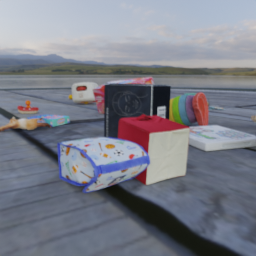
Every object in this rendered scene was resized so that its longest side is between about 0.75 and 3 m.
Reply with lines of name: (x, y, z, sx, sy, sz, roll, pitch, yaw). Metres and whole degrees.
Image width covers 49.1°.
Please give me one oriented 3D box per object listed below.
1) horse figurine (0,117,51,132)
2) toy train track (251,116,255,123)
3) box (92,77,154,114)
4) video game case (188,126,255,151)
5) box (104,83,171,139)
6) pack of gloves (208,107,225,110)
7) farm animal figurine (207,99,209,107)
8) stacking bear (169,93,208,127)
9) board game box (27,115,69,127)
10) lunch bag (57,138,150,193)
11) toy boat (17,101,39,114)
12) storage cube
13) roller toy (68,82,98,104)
horse figurine: (-3.795, -0.158, 10.371, 1.735, 0.433, 1.150, 1, 14, -3)
toy train track: (5.879, -0.096, 10.273, 2.696, 0.439, 1.546, 6, 1, -2)
box: (-0.184, -1.581, 13.983, 2.919, 1.393, 1.455, 2, 25, 40)
video game case: (2.573, 0.260, 8.624, 2.009, 0.261, 2.207, -4, 11, -20)
box: (0.238, -0.419, 8.221, 1.713, 1.743, 1.080, 8, 12, 36)
pack of gloves: (5.071, -1.106, 16.388, 1.069, 0.211, 0.898, 12, 6, 32)
farm animal figurine: (3.334, -0.907, 13.225, 1.233, 0.643, 1.219, 12, -33, -35)
stacking bear: (1.861, -0.609, 10.847, 2.195, 1.333, 1.248, -7, 31, 31)
board game box: (-3.289, -0.315, 11.589, 1.352, 0.304, 1.028, 5, 12, 25)
lunch bag: (-0.466, 0.633, 5.078, 1.188, 0.865, 1.397, -8, 5, -38)
toy boat: (-5.277, -1.102, 14.755, 1.052, 0.687, 0.686, -2, 11, -8)
storage cube: (0.478, 0.384, 5.632, 1.012, 1.184, 1.064, -6, 18, -32)
roller toy: (-2.982, -2.340, 19.396, 1.972, 1.378, 1.799, -3, -2, -33)
